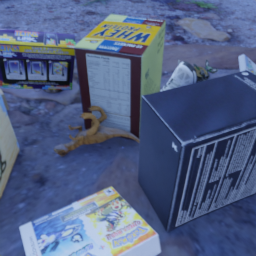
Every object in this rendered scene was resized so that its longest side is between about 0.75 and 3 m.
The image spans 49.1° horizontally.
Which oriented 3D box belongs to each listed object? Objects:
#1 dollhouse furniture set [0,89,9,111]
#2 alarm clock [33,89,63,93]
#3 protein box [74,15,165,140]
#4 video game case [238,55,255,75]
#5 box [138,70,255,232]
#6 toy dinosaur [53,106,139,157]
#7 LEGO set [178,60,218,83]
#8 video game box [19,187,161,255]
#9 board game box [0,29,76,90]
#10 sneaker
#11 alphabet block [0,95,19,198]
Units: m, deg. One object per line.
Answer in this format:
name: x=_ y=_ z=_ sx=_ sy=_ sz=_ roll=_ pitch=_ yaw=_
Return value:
dollhouse furniture set: x=-5.707 y=-2.082 z=9.654 sx=1.631 sy=2.594 sz=2.933 roll=-24 pitch=44 yaw=-26
alarm clock: x=-3.027 y=-1.740 z=10.952 sx=1.460 sy=0.486 sz=0.985 roll=-34 pitch=50 yaw=-31
protein box: x=-0.119 y=-1.684 z=8.957 sx=1.914 sy=2.837 sz=2.816 roll=12 pitch=41 yaw=14
video game case: x=3.658 y=-0.963 z=7.874 sx=1.617 sy=0.195 sz=1.774 roll=21 pitch=62 yaw=-38
box: x=1.782 y=0.478 z=6.344 sx=2.769 sy=2.792 sz=1.720 roll=-16 pitch=43 yaw=-19
toy dinosaur: x=-0.812 y=0.133 z=8.209 sx=2.739 sy=1.455 sz=0.827 roll=-9 pitch=26 yaw=-3
LEGO set: x=3.128 y=-1.976 z=11.244 sx=2.519 sy=0.714 sz=1.636 roll=38 pitch=53 yaw=21
video game box: x=-0.855 y=2.210 z=5.568 sx=2.259 sy=0.529 sz=2.058 roll=-20 pitch=26 yaw=-23
board game box: x=-2.839 y=-2.025 z=8.638 sx=2.303 sy=1.904 sz=0.653 roll=0 pitch=56 yaw=-17
sneaker: x=1.061 y=-0.882 z=6.705 sx=0.886 sy=1.539 sz=0.581 roll=-40 pitch=78 yaw=-20
alphabet block: x=-4.545 y=0.548 z=6.216 sx=2.934 sy=2.918 sz=2.988 roll=-3 pitch=40 yaw=0
